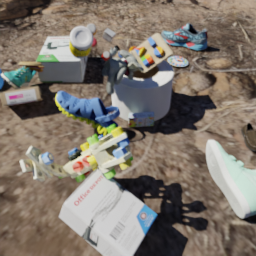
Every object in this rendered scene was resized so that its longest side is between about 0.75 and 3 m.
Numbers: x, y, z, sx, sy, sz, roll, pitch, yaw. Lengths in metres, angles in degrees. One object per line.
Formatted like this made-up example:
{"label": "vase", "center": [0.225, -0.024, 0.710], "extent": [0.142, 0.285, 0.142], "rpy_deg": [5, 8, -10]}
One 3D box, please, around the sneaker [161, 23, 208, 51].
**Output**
{"label": "sneaker", "center": [2.874, -4.789, 14.244], "extent": [2.488, 1.188, 0.987], "rpy_deg": [18, 43, 20]}

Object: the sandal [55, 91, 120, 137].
{"label": "sandal", "center": [-1.143, -0.583, 8.716], "extent": [2.255, 0.982, 0.896], "rpy_deg": [27, 30, -16]}

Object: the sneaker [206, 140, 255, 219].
{"label": "sneaker", "center": [3.024, 1.167, 7.421], "extent": [1.335, 0.833, 2.264], "rpy_deg": [-14, 52, -8]}

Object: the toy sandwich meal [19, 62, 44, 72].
{"label": "toy sandwich meal", "center": [-3.301, -2.085, 9.570], "extent": [0.850, 0.291, 0.850], "rpy_deg": [3, 15, -1]}

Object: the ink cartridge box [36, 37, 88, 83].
{"label": "ink cartridge box", "center": [-2.806, -3.061, 12.295], "extent": [1.827, 1.035, 2.492], "rpy_deg": [-1, 40, -2]}

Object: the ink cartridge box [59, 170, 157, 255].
{"label": "ink cartridge box", "center": [-0.419, 1.839, 5.865], "extent": [1.643, 0.692, 1.188], "rpy_deg": [38, 45, 8]}

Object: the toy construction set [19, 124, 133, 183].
{"label": "toy construction set", "center": [-1.024, 0.729, 6.440], "extent": [2.612, 1.203, 1.713], "rpy_deg": [-12, 8, 14]}

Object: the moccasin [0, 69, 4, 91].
{"label": "moccasin", "center": [-5.269, -1.942, 11.447], "extent": [0.461, 0.390, 1.145], "rpy_deg": [1, 62, -19]}

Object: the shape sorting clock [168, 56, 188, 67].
{"label": "shape sorting clock", "center": [2.296, -3.071, 12.921], "extent": [0.933, 0.183, 0.933], "rpy_deg": [4, 38, -3]}

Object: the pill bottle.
{"label": "pill bottle", "center": [-1.373, -2.392, 8.063], "extent": [0.634, 0.634, 1.128], "rpy_deg": [-12, -2, -14]}

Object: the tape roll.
{"label": "tape roll", "center": [0.471, -1.415, 9.948], "extent": [2.169, 1.489, 2.169], "rpy_deg": [0, 43, 0]}

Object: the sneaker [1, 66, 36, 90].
{"label": "sneaker", "center": [-4.034, -1.974, 10.442], "extent": [0.810, 0.788, 2.035], "rpy_deg": [-43, 12, 12]}

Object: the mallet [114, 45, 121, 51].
{"label": "mallet", "center": [-0.649, -2.935, 10.823], "extent": [0.820, 0.270, 0.169], "rpy_deg": [-15, 21, 40]}

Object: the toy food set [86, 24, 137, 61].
{"label": "toy food set", "center": [-0.698, -3.081, 10.419], "extent": [2.177, 1.039, 0.980], "rpy_deg": [32, 3, -6]}

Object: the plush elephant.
{"label": "plush elephant", "center": [-0.139, -1.806, 8.493], "extent": [1.033, 1.334, 1.098], "rpy_deg": [-1, 44, -20]}

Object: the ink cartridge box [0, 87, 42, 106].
{"label": "ink cartridge box", "center": [-3.800, -1.122, 10.055], "extent": [1.311, 0.492, 1.080], "rpy_deg": [-11, 8, -13]}

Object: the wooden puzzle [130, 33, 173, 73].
{"label": "wooden puzzle", "center": [0.742, -2.563, 9.411], "extent": [1.205, 0.279, 1.116], "rpy_deg": [-31, 60, 9]}

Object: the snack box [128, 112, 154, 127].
{"label": "snack box", "center": [0.431, -0.272, 9.289], "extent": [0.837, 0.595, 0.222], "rpy_deg": [-3, 62, -1]}

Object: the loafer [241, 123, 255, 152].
{"label": "loafer", "center": [3.883, 0.270, 8.829], "extent": [0.427, 0.417, 1.169], "rpy_deg": [-3, 40, -4]}
